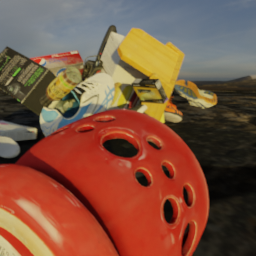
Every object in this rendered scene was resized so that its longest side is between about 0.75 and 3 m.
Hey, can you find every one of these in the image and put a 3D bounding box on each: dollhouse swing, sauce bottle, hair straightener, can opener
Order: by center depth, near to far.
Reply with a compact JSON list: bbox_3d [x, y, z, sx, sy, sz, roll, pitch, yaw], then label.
[{"bbox_3d":[-1.271,-0.709,5.134,0.346,0.346,1.071,-11,-15,-48],"label":"sauce bottle"},{"bbox_3d":[0.573,-1.692,8.759,1.868,1.931,2.125,20,45,4],"label":"dollhouse swing"},{"bbox_3d":[-1.459,-1.684,9.573,0.758,1.970,0.403,27,37,-9],"label":"hair straightener"},{"bbox_3d":[-1.079,-2.891,11.354,1.040,2.645,0.838,25,7,-8],"label":"can opener"}]

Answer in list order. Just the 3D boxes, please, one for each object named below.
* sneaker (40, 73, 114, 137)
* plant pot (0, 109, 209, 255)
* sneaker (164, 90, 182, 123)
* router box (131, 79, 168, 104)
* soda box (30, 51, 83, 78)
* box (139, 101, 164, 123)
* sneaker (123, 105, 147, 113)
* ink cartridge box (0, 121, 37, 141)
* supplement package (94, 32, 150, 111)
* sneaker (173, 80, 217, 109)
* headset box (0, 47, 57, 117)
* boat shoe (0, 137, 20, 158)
[{"bbox_3d":[-0.965,-0.639,6.070,0.888,0.896,2.471,19,42,14],"label":"sneaker"},{"bbox_3d":[-0.343,0.790,2.291,1.634,1.634,1.488,6,20,31],"label":"plant pot"},{"bbox_3d":[1.645,-1.100,12.050,0.964,1.392,2.484,27,0,-29],"label":"sneaker"},{"bbox_3d":[0.543,-0.928,7.095,0.813,0.639,0.212,9,51,46],"label":"router box"},{"bbox_3d":[-2.956,-2.194,10.613,2.453,0.859,0.778,-15,56,-20],"label":"soda box"},{"bbox_3d":[0.699,-1.546,10.864,0.747,1.122,2.982,-11,52,-1],"label":"box"},{"bbox_3d":[-0.554,-0.350,7.303,2.074,1.029,0.733,-30,-4,-9],"label":"sneaker"},{"bbox_3d":[-3.970,0.074,8.192,1.773,0.391,1.806,11,7,30],"label":"ink cartridge box"},{"bbox_3d":[-0.255,-1.701,9.824,1.471,2.586,1.416,8,34,-30],"label":"supplement package"},{"bbox_3d":[2.199,-1.057,9.678,1.686,0.635,0.743,22,-27,-18],"label":"sneaker"},{"bbox_3d":[-2.772,-1.082,8.769,2.572,1.193,2.239,30,-11,33],"label":"headset box"},{"bbox_3d":[-2.892,0.435,6.365,1.281,0.439,0.363,11,-21,26],"label":"boat shoe"}]
